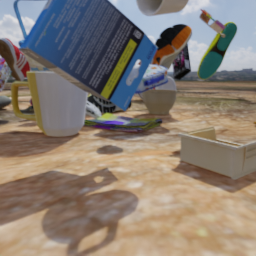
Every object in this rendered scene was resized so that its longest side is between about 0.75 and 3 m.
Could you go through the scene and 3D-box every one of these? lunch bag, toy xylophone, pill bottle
[{"bbox_3d":[0.486,-1.748,9.958,1.802,0.681,1.444,-27,36,-35],"label":"lunch bag"},{"bbox_3d":[2.710,-3.330,8.920,0.871,0.299,1.190,20,32,-34],"label":"toy xylophone"},{"bbox_3d":[1.538,-2.524,18.051,1.618,1.618,2.904,-8,14,-34],"label":"pill bottle"}]

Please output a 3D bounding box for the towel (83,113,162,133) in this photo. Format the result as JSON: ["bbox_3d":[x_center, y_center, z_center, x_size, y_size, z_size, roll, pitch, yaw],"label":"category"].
[{"bbox_3d":[-0.199,-0.222,10.157,2.576,0.293,1.850,7,14,30],"label":"towel"}]

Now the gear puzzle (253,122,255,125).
[{"bbox_3d":[5.441,-0.085,9.448,1.192,0.301,2.302,-11,16,-42],"label":"gear puzzle"}]

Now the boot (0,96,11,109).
[{"bbox_3d":[-6.539,-1.109,13.486,2.274,0.908,2.501,6,6,18],"label":"boot"}]

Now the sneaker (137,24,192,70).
[{"bbox_3d":[1.646,-3.200,12.142,2.945,1.115,1.355,-42,-19,28],"label":"sneaker"}]

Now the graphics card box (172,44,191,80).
[{"bbox_3d":[2.399,-3.029,12.756,0.367,1.444,0.906,5,-19,-26],"label":"graphics card box"}]

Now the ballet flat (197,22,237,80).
[{"bbox_3d":[3.002,-2.637,9.640,0.697,2.087,0.700,24,15,-15],"label":"ballet flat"}]

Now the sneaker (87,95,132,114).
[{"bbox_3d":[-1.077,-1.176,13.399,1.186,1.026,2.627,5,4,43],"label":"sneaker"}]

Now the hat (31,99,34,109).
[{"bbox_3d":[-3.375,-0.955,12.166,1.867,1.867,0.753,-10,-25,-40],"label":"hat"}]

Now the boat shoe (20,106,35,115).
[{"bbox_3d":[-4.293,-0.807,12.664,1.409,0.421,0.503,0,12,-1],"label":"boat shoe"}]

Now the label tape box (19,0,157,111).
[{"bbox_3d":[-0.748,-1.754,6.144,2.524,1.809,0.834,32,-8,-35],"label":"label tape box"}]

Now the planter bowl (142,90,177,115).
[{"bbox_3d":[1.432,-1.186,12.893,1.601,1.077,1.601,0,12,0],"label":"planter bowl"}]

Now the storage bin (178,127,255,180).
[{"bbox_3d":[2.050,0.451,5.991,1.391,0.656,1.401,-10,15,-37],"label":"storage bin"}]

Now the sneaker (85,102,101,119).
[{"bbox_3d":[-1.944,-0.656,11.552,1.683,0.967,0.632,37,19,5],"label":"sneaker"}]

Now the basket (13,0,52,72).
[{"bbox_3d":[-2.696,-3.143,9.617,2.173,2.465,1.714,6,35,15],"label":"basket"}]

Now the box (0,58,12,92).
[{"bbox_3d":[-3.408,-1.403,7.445,0.147,0.751,0.514,7,-30,9],"label":"box"}]

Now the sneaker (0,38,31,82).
[{"bbox_3d":[-4.354,-3.027,11.424,0.887,1.401,2.491,39,-22,8],"label":"sneaker"}]

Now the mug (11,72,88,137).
[{"bbox_3d":[-2.295,-0.806,8.896,2.349,1.928,1.881,10,15,40],"label":"mug"}]

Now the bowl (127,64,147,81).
[{"bbox_3d":[0.139,-1.646,8.219,0.785,0.353,0.785,-26,11,5],"label":"bowl"}]

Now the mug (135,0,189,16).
[{"bbox_3d":[0.934,-3.079,6.270,1.033,1.008,1.258,-12,-5,-36],"label":"mug"}]

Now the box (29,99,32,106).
[{"bbox_3d":[-3.947,-1.404,13.079,0.673,0.703,1.410,-13,-25,-51],"label":"box"}]
